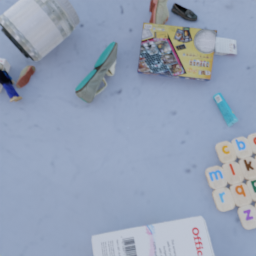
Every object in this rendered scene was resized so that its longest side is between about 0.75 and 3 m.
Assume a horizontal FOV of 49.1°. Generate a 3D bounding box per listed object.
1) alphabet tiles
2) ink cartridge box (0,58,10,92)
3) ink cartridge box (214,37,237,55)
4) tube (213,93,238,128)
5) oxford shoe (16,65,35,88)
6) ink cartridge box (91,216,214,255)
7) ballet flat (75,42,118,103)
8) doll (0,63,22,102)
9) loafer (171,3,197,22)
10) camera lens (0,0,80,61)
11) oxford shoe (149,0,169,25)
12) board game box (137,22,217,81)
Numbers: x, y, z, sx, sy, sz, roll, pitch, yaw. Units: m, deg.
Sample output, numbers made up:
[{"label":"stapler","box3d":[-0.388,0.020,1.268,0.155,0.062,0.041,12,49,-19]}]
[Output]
[{"label":"alphabet tiles","box3d":[3.873,1.594,8.709,2.771,0.202,2.710,-14,75,-5]},{"label":"ink cartridge box","box3d":[-4.782,-1.890,9.857,0.832,0.481,1.144,10,70,3]},{"label":"ink cartridge box","box3d":[3.614,-3.016,10.451,0.823,0.195,0.659,7,69,-4]},{"label":"tube","box3d":[3.263,-0.632,9.458,0.300,0.461,1.190,-11,66,-26]},{"label":"oxford shoe","box3d":[-3.698,-1.820,9.963,0.359,0.344,0.973,19,66,30]},{"label":"ink cartridge box","box3d":[0.695,3.709,7.394,2.997,1.258,2.170,-9,70,-3]},{"label":"ballet flat","box3d":[-0.930,-1.900,9.784,0.780,0.825,2.449,42,70,-27]},{"label":"doll","box3d":[-4.127,-1.559,9.524,0.341,0.961,1.409,-28,92,12]},{"label":"loafer","box3d":[2.193,-4.488,10.865,1.103,0.347,0.396,27,66,10]},{"label":"camera lens","box3d":[-3.040,-3.567,9.582,2.263,1.810,1.810,-43,75,-6]},{"label":"oxford shoe","box3d":[1.194,-4.081,10.500,0.754,0.723,2.042,6,83,-12]},{"label":"board game box","box3d":[1.685,-2.648,9.835,2.553,0.442,1.729,7,92,2]}]
